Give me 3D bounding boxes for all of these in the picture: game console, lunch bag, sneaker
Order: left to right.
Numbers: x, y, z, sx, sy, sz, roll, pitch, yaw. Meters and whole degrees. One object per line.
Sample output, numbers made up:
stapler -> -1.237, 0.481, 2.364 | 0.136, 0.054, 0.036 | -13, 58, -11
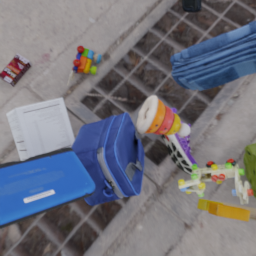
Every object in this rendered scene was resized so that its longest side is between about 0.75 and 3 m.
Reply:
game console -> -1.523, 0.941, 4.193 | 1.607, 0.951, 1.371 | -13, 46, -34
lunch bag -> -0.317, 0.600, 5.693 | 1.258, 1.291, 1.901 | -19, 28, 16
sneaker -> 1.540, 0.309, 8.117 | 0.885, 0.855, 2.120 | -20, 73, -12
game console -> 1.605, -4.015, 7.492 | 1.066, 0.218, 1.807 | -3, 94, 3

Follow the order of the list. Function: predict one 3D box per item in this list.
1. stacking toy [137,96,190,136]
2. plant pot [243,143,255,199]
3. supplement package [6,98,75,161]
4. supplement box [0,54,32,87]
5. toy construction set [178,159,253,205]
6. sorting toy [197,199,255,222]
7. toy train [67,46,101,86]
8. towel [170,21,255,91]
stacking toy -> 0.871, -0.124, 6.242 | 1.213, 0.886, 0.886 | 20, 73, -13
plant pot -> 4.382, 1.021, 7.321 | 2.300, 2.422, 2.422 | -10, 72, 11
supplement package -> -1.767, 0.397, 6.003 | 1.028, 0.990, 1.808 | -18, 95, -32
supplement box -> -3.649, -1.863, 9.057 | 0.522, 0.292, 0.960 | 32, 76, 9
toy construction set -> 1.843, 1.086, 5.827 | 1.436, 0.942, 0.662 | 4, 114, 31
sorting toy -> 2.193, 1.513, 4.463 | 2.491, 1.856, 0.334 | 13, 81, -11
toy train -> -1.381, -1.871, 8.960 | 0.814, 0.596, 1.407 | 14, 73, -10
towel -> 2.413, -1.439, 5.457 | 2.969, 1.658, 0.721 | -18, 80, 24
